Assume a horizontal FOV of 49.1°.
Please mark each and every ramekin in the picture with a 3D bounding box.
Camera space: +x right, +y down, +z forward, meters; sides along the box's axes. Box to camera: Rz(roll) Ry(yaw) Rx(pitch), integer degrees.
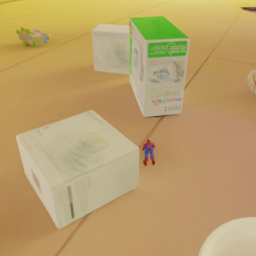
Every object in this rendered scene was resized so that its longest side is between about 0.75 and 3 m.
[{"bbox_3d":[1.856,2.310,3.539,2.098,1.023,2.098,0,33,0],"label":"ramekin"}]

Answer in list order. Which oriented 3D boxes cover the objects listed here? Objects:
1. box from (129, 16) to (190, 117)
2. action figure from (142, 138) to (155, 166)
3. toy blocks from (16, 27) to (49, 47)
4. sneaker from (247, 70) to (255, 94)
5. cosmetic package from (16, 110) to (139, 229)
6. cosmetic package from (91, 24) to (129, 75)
[{"bbox_3d":[0.846,-2.000,8.772,1.272,2.321,2.630,-5,35,-8],"label":"box"},{"bbox_3d":[0.505,0.536,6.805,0.314,0.248,0.961,-11,28,9],"label":"action figure"},{"bbox_3d":[-4.611,-4.534,14.035,1.699,0.849,1.161,30,33,33],"label":"toy blocks"},{"bbox_3d":[4.890,-1.343,9.303,0.771,0.781,1.996,-13,41,-34],"label":"sneaker"},{"bbox_3d":[-1.035,0.702,5.835,1.851,1.138,1.845,-21,40,-31],"label":"cosmetic package"},{"bbox_3d":[-0.460,-3.090,11.000,1.631,1.636,1.006,9,35,14],"label":"cosmetic package"}]
